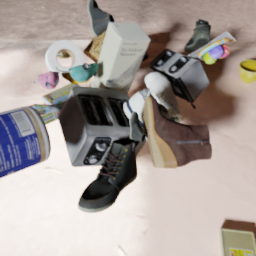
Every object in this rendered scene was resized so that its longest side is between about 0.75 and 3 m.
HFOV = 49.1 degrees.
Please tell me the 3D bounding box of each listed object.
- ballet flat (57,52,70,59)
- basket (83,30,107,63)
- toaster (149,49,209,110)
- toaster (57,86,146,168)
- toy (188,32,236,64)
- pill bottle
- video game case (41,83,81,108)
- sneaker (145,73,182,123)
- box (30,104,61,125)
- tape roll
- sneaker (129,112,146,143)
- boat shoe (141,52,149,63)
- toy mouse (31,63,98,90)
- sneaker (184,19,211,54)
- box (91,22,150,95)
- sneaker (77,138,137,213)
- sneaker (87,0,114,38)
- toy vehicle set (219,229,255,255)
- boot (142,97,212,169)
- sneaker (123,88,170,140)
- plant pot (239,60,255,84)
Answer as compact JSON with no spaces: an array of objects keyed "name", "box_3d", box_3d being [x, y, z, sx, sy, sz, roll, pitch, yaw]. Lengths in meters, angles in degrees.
[{"name":"ballet flat","box_3d":[-3.148,-3.352,12.705,1.019,0.360,0.360,3,43,-7]},{"name":"basket","box_3d":[-0.795,-3.591,13.082,1.642,1.714,2.301,-53,25,-2]},{"name":"toaster","box_3d":[2.200,-2.147,11.854,1.264,2.130,1.926,-47,44,-3]},{"name":"toaster","box_3d":[-0.933,-0.080,9.600,2.410,1.582,2.665,4,47,-36]},{"name":"toy","box_3d":[3.564,-3.015,11.251,0.649,1.584,2.751,62,29,2]},{"name":"pill bottle","box_3d":[-3.386,0.519,6.663,2.696,1.560,1.560,-20,46,-35]},{"name":"video game case","box_3d":[-2.338,-1.083,11.687,1.698,0.214,1.866,42,47,15]},{"name":"sneaker","box_3d":[1.490,-1.056,10.982,0.865,2.347,1.356,-27,49,20]},{"name":"box","box_3d":[-3.619,-0.472,10.780,1.278,0.403,2.322,-29,26,-36]},{"name":"tape roll","box_3d":[-2.713,-2.919,11.933,1.554,1.554,0.544,-23,8,-23]},{"name":"sneaker","box_3d":[0.305,-0.027,7.986,0.458,0.863,0.323,19,30,40]},{"name":"boat shoe","box_3d":[0.257,-3.656,14.817,2.067,0.783,0.742,-31,53,-27]},{"name":"toy mouse","box_3d":[-2.090,-1.769,9.763,2.980,0.577,2.648,-12,9,1]},{"name":"sneaker","box_3d":[3.164,-4.108,12.647,0.754,1.973,1.130,15,80,-6]},{"name":"box","box_3d":[-0.377,-2.229,10.164,1.220,2.970,1.016,-11,55,-30]},{"name":"sneaker","box_3d":[-0.581,1.231,7.930,0.959,1.361,2.563,10,23,26]},{"name":"sneaker","box_3d":[-1.101,-4.725,11.709,0.966,0.680,1.819,-19,71,24]},{"name":"toy vehicle set","box_3d":[3.008,3.502,7.535,0.933,0.199,1.502,6,43,6]},{"name":"boot","box_3d":[1.437,0.056,8.252,1.823,0.793,2.192,-10,89,-12]},{"name":"sneaker","box_3d":[0.997,-0.064,8.955,1.036,2.573,0.983,-37,21,17]},{"name":"plant pot","box_3d":[5.938,-2.671,13.690,1.153,0.819,1.153,-1,44,1]}]
